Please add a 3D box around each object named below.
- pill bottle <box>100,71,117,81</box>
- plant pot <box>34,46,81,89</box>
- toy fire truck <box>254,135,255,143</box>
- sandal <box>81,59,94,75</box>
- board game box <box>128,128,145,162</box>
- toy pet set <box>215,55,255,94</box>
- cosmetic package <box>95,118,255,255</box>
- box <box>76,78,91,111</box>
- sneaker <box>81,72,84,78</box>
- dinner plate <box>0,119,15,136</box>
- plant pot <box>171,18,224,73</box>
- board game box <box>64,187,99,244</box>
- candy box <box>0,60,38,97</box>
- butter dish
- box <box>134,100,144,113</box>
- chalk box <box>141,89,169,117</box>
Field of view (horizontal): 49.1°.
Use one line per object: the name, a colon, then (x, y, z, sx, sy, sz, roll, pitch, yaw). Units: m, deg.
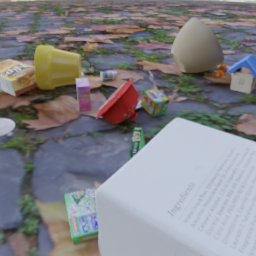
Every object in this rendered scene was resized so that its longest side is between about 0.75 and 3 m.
pill bottle: (-0.945, -2.545, 13.684, 0.772, 0.433, 0.433, -10, 32, -19)
plant pot: (-3.037, -2.652, 12.472, 1.800, 1.914, 1.914, 1, 30, -5)
toy fire truck: (4.582, 1.248, 6.355, 2.825, 1.817, 2.486, -9, 30, 5)
sandal: (-2.291, -3.359, 14.924, 0.779, 0.560, 1.961, -14, 33, -22)
board game box: (0.159, 1.149, 6.198, 0.250, 1.117, 2.132, -1, 46, 13)
toy pet set: (5.478, -2.811, 13.086, 2.805, 1.490, 2.619, 19, 35, 30)
cosmetic package: (1.397, 1.728, 4.399, 2.944, 2.427, 2.429, 22, 39, 30)
box: (-1.757, -1.326, 11.036, 0.491, 1.016, 0.894, -6, 30, -9)
sneaker: (-3.204, -2.802, 13.711, 2.029, 0.859, 0.739, 2, 29, 1)
dinner plate: (-4.671, -0.041, 9.722, 1.376, 0.167, 1.376, 1, 29, 0)
plant pot: (3.256, -3.870, 14.235, 1.819, 2.710, 2.710, -36, 34, 4)
board game box: (-0.907, 1.918, 6.348, 0.904, 0.196, 1.343, -10, 32, -15)
candy box: (-5.340, -2.377, 12.922, 2.790, 0.772, 1.611, 20, 41, 34)
butter dish: (-0.152, -0.739, 9.967, 1.162, 1.572, 1.568, 44, 44, -9)
box: (0.256, -0.858, 11.070, 0.917, 0.173, 0.627, -26, 39, -37)
chalk box: (1.062, -0.884, 10.533, 0.663, 0.666, 1.071, -17, 47, -28)
